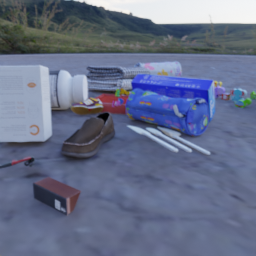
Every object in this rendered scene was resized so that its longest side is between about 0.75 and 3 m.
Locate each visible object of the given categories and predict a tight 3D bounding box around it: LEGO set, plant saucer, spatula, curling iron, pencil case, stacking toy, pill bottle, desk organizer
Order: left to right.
[{"bbox_3d":[-2.422,0.784,5.920,0.947,0.235,0.121,-8,3,-38],"label":"curling iron"},{"bbox_3d":[-3.030,-1.466,10.914,2.750,1.522,1.522,0,18,0],"label":"pill bottle"},{"bbox_3d":[-1.246,1.165,4.898,0.891,0.320,0.343,13,20,34],"label":"desk organizer"},{"bbox_3d":[-0.579,-1.023,11.442,2.028,0.372,2.024,5,19,17],"label":"plant saucer"},{"bbox_3d":[-0.190,-1.138,9.646,0.399,0.973,0.371,9,-6,34],"label":"LEGO set"},{"bbox_3d":[1.836,-3.486,17.470,2.963,1.232,1.344,-6,28,-19],"label":"pencil case"},{"bbox_3d":[1.120,-0.546,8.751,1.227,1.103,2.826,5,8,-46],"label":"pencil case"},{"bbox_3d":[1.064,0.263,7.388,1.471,0.170,2.116,8,11,-31],"label":"spatula"},{"bbox_3d":[4.526,-1.579,12.675,2.829,0.665,2.133,17,25,39],"label":"stacking toy"}]

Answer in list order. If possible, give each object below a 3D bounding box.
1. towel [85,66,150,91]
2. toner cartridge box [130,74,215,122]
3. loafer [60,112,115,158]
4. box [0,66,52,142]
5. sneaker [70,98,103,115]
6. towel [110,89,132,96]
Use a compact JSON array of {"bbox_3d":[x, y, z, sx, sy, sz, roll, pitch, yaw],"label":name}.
[{"bbox_3d":[-0.594,-2.651,14.612,2.816,1.205,2.332,8,16,36],"label":"towel"},{"bbox_3d":[1.557,-1.093,9.897,2.845,1.351,0.614,12,48,30],"label":"toner cartridge box"},{"bbox_3d":[-1.035,0.107,7.293,0.820,0.797,2.246,6,20,17],"label":"loafer"},{"bbox_3d":[-2.812,-0.656,7.578,1.221,1.962,0.956,-1,8,-3],"label":"box"},{"bbox_3d":[-1.557,-0.833,10.326,1.238,0.464,0.558,-1,52,-32],"label":"sneaker"},{"bbox_3d":[-0.051,-1.809,14.016,1.353,0.234,1.303,-12,22,-29],"label":"towel"}]
